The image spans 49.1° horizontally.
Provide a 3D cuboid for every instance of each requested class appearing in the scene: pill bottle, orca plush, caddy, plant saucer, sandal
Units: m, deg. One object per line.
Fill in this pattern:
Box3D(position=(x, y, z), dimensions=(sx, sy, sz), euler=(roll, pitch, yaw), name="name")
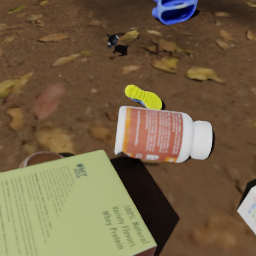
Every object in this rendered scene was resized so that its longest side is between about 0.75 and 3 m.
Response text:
Box3D(position=(0.790, 0.183, 6.566), dimensions=(2.108, 1.183, 1.183), euler=(7, 43, -1), name="pill bottle")
Box3D(position=(-0.667, -3.218, 10.283), dimensions=(0.428, 0.633, 1.204), euler=(35, 30, -17), name="orca plush")
Box3D(position=(2.120, -5.604, 12.716), dimensions=(2.179, 1.540, 1.144), euler=(-21, 40, -20), name="caddy")
Box3D(position=(-1.726, 0.892, 6.012), dimensions=(1.177, 0.203, 1.177), euler=(13, 36, -10), name="plant saucer")
Box3D(position=(0.449, -0.859, 8.030), dimensions=(1.145, 0.498, 0.455), euler=(31, 88, -2), name="sandal")

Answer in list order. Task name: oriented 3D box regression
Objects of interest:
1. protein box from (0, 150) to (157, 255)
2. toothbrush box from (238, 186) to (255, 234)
Box3D(position=(-1.042, 1.741, 4.595), dimensions=(2.097, 1.415, 2.082), euler=(-12, 43, -24), name="protein box")
Box3D(position=(3.535, 1.571, 5.218), dimensions=(2.212, 0.952, 1.611), euler=(-19, 50, -17), name="toothbrush box")
